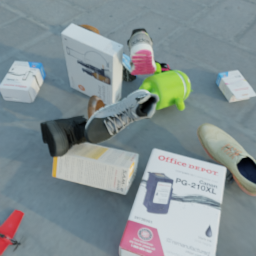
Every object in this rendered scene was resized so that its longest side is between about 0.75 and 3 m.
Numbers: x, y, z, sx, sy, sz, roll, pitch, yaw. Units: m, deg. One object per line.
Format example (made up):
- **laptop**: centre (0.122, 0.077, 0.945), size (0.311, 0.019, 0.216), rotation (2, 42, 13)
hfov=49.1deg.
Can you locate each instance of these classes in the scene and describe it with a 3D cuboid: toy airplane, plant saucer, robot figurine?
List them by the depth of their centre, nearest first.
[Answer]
- **toy airplane**: centre (-3.531, 2.768, 7.372), size (1.644, 0.302, 1.644), rotation (1, 49, -1)
- **plant saucer**: centre (-0.935, -0.472, 8.862), size (0.211, 1.154, 1.154), rotation (-5, 48, 19)
- **robot figurine**: centre (1.348, -1.382, 10.125), size (2.104, 1.217, 1.846), rotation (-19, 66, -28)

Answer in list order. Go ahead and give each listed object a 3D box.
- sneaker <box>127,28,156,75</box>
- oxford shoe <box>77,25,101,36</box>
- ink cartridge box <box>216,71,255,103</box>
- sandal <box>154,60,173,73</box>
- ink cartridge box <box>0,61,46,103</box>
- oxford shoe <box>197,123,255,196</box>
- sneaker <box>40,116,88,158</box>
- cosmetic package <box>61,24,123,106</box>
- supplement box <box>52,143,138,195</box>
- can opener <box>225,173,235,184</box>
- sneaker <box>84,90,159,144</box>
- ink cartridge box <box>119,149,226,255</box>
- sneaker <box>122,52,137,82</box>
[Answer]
- **sneaker**: centre (0.442, -2.483, 9.292), size (0.892, 2.420, 1.058), rotation (-5, 81, 4)
- **oxford shoe**: centre (-1.585, -4.365, 13.046), size (0.736, 0.736, 2.065), rotation (-29, 54, -28)
- **ink cartridge box**: centre (4.130, -1.508, 10.782), size (0.860, 0.507, 1.494), rotation (-11, 51, -9)
- **sandal**: centre (1.397, -2.506, 11.710), size (1.587, 0.358, 0.596), rotation (37, 59, 27)
- **ink cartridge box**: centre (-4.085, -1.812, 10.924), size (1.175, 0.679, 1.610), rotation (5, 50, 4)
- **oxford shoe**: centre (3.045, 0.748, 8.112), size (0.920, 0.959, 2.599), rotation (-39, 68, -7)
- **sneaker**: centre (-1.553, 0.104, 7.673), size (1.469, 0.846, 2.817), rotation (-7, 10, -23)
- **cosmetic package**: centre (-1.199, -2.065, 9.773), size (1.955, 2.593, 0.670), rotation (28, 60, 15)
- **supplement box**: centre (-0.878, 1.066, 7.983), size (2.124, 0.781, 1.338), rotation (11, 14, 11)
- **can opener**: centre (3.333, 1.348, 8.604), size (0.951, 0.316, 0.250), rotation (-39, 92, -24)
- **sneaker**: centre (-0.124, -0.295, 6.921), size (2.109, 0.791, 1.218), rotation (-37, 16, -12)
- **ink cartridge box**: centre (1.214, 2.179, 7.260), size (2.088, 1.216, 2.885), rotation (14, 52, 12)
- **sneaker**: centre (-0.089, -2.666, 11.620), size (0.849, 0.739, 1.887), rotation (-19, 53, -19)
